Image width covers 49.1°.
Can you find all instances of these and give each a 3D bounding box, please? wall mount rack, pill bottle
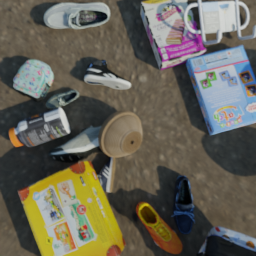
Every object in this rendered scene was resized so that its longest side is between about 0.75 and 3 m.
[{"bbox_3d":[3.089,-3.965,8.710,2.871,1.070,2.494,-15,103,-26],"label":"wall mount rack"},{"bbox_3d":[-2.754,0.040,8.671,1.699,0.902,0.902,-19,79,-3],"label":"pill bottle"}]

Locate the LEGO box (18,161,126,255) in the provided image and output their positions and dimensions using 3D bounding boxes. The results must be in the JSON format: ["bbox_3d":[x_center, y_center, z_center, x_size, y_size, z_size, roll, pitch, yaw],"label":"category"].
[{"bbox_3d":[-1.562,2.557,7.897,2.008,1.041,2.697,-25,81,7],"label":"LEGO box"}]

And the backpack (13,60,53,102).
[{"bbox_3d":[-3.030,-1.594,9.055,1.053,0.893,1.186,25,74,4],"label":"backpack"}]

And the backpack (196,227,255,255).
[{"bbox_3d":[2.660,3.742,7.432,2.068,1.969,1.593,21,37,12],"label":"backpack"}]

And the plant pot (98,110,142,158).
[{"bbox_3d":[-0.084,0.290,8.270,1.499,1.499,0.692,-48,43,-8],"label":"plant pot"}]

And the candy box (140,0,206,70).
[{"bbox_3d":[1.470,-3.280,9.442,1.552,0.694,2.276,-18,79,-3],"label":"candy box"}]

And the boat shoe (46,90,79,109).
[{"bbox_3d":[-2.131,-0.932,9.083,1.134,0.350,0.413,-24,102,-8],"label":"boat shoe"}]

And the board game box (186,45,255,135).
[{"bbox_3d":[3.215,-1.246,9.150,1.941,0.469,2.566,-15,78,-4],"label":"board game box"}]

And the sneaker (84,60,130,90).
[{"bbox_3d":[-0.626,-1.820,9.230,1.531,0.559,0.856,10,70,-4],"label":"sneaker"}]

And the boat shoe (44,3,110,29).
[{"bbox_3d":[-1.711,-3.723,9.358,2.245,0.783,0.800,-9,38,-4],"label":"boat shoe"}]

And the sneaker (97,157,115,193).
[{"bbox_3d":[-0.756,1.385,8.664,0.625,0.404,1.153,2,70,12],"label":"sneaker"}]

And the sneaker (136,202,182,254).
[{"bbox_3d":[0.869,2.982,8.198,0.668,0.706,1.829,-43,83,-9],"label":"sneaker"}]

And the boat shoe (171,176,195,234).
[{"bbox_3d":[1.608,2.310,8.372,0.720,0.587,1.711,-7,80,0],"label":"boat shoe"}]

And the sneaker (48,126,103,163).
[{"bbox_3d":[-1.387,0.464,8.716,2.206,0.815,0.875,-18,67,-9],"label":"sneaker"}]
